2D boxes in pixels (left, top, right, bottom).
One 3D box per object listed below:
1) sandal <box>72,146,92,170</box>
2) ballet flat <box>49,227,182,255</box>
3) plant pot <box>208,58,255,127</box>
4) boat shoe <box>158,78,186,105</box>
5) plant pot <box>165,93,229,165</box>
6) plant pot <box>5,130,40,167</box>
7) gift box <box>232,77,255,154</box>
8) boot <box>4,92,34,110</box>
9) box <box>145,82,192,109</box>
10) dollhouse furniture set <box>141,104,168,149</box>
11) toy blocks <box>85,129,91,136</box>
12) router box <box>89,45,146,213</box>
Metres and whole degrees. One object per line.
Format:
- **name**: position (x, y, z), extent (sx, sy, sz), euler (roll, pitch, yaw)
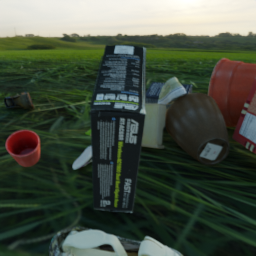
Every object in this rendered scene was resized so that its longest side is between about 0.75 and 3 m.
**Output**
- **sandal**: position (-1.099, 0.826, 7.664), extent (0.477, 0.288, 1.171), euler (-22, 18, 29)
- **ballet flat**: position (0.005, 1.911, 3.926), extent (2.525, 0.908, 0.908), euler (6, 21, 14)
- **plant pot**: position (4.322, -1.073, 9.330), extent (2.441, 2.510, 2.510), euler (9, 21, 39)
- **boat shoe**: position (1.356, -1.123, 8.995), extent (0.692, 0.597, 1.923), euler (-20, -4, -11)
- **plant pot**: position (2.061, 0.160, 7.906), extent (1.711, 1.711, 1.830), euler (-2, 31, -6)
- **plant pot**: position (-2.620, 0.580, 7.162), extent (0.808, 0.715, 0.808), euler (3, 52, -3)
- **gift box**: position (4.150, 0.074, 6.680), extent (2.099, 2.074, 2.248), euler (12, 19, -13)
- **boot**: position (-4.867, -1.079, 12.444), extent (1.057, 0.814, 2.180), euler (-21, 17, -23)
- **box**: position (1.694, -1.176, 11.767), extent (1.752, 0.938, 1.301), euler (8, 39, 21)
- **dollhouse furniture set**: position (1.269, -0.029, 9.051), extent (1.851, 1.311, 2.015), euler (5, 0, 44)
- **toy blocks**: position (-0.478, -0.117, 8.702), extent (1.649, 1.127, 0.824), euler (19, 12, 31)
- **router box**: position (-0.178, 0.067, 5.501), extent (0.837, 2.695, 2.019), euler (4, 42, 0)
